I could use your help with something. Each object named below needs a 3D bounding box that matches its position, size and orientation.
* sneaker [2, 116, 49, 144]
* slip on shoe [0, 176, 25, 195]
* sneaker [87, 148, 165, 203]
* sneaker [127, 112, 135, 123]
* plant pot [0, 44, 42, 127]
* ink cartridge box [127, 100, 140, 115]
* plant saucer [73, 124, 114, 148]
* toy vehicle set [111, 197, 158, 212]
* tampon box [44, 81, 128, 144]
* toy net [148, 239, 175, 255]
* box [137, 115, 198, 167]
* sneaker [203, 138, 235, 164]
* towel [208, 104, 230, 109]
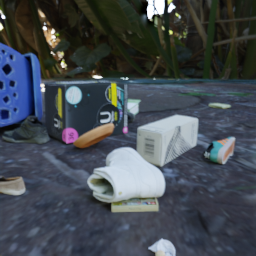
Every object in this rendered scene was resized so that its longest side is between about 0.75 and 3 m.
[{"bbox_3d":[-3.253,0.025,8.785,1.523,0.873,0.582,1,16,15],"label":"sneaker"},{"bbox_3d":[-2.483,1.079,5.413,1.010,0.306,0.384,3,13,15],"label":"slip on shoe"},{"bbox_3d":[-0.294,0.833,5.359,1.124,0.716,1.945,-2,8,-26],"label":"sneaker"},{"bbox_3d":[-0.517,-0.469,11.633,1.461,0.558,0.837,9,8,14],"label":"sneaker"},{"bbox_3d":[-4.810,-1.372,10.111,2.917,2.917,2.622,-1,3,38],"label":"plant pot"},{"bbox_3d":[-0.061,-0.904,13.263,0.889,0.508,1.712,5,20,19],"label":"ink cartridge box"},{"bbox_3d":[-0.957,0.263,8.051,1.264,0.237,1.264,-26,-7,-3],"label":"plant saucer"},{"bbox_3d":[0.106,1.298,4.912,0.790,0.105,0.491,-1,13,-3],"label":"toy vehicle set"},{"bbox_3d":[-1.401,-0.653,9.538,2.418,1.812,1.527,-10,17,-39],"label":"tampon box"},{"bbox_3d":[0.435,1.608,3.362,0.520,0.191,0.991,3,13,15],"label":"toy net"},{"bbox_3d":[1.131,0.273,7.652,0.755,0.907,2.207,11,18,34],"label":"box"},{"bbox_3d":[2.418,0.524,7.388,0.572,0.511,1.431,12,18,31],"label":"sneaker"},{"bbox_3d":[5.180,-1.247,15.883,0.766,0.188,1.033,-8,15,-36],"label":"towel"}]
